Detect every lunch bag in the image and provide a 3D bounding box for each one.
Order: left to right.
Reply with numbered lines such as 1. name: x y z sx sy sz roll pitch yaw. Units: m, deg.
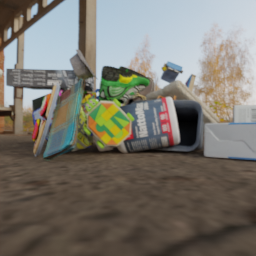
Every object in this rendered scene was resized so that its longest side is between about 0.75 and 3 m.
1. lunch bag: -2.799 -0.172 11.911 2.264 1.402 1.925 3 23 -28

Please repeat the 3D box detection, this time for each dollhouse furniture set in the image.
1. dollhouse furniture set: 1.749 -1.685 11.026 1.396 0.911 1.318 23 -32 -2

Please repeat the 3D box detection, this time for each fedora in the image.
1. fedora: -1.372 -1.747 8.228 0.481 1.064 0.941 -32 42 0

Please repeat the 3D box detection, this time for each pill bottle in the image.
1. pill bottle: 0.258 -0.011 9.249 2.650 1.584 1.584 -11 -2 7

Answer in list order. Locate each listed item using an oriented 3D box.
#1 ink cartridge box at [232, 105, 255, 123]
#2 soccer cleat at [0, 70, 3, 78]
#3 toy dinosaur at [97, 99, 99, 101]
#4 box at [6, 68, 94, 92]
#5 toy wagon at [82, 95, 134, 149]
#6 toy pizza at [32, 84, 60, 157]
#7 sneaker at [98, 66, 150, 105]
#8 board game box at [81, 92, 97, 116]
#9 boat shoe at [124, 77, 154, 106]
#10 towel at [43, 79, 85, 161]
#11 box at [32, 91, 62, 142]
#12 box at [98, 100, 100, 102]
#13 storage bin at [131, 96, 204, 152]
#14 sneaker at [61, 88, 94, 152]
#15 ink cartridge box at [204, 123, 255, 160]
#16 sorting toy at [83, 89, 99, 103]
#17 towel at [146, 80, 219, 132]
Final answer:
1. ink cartridge box: 5.150 0.011 10.484 2.299 1.675 0.952 1 -2 18
2. soccer cleat: -3.822 -1.278 7.792 0.517 0.578 1.491 -25 12 -42
3. toy dinosaur: -0.877 -1.130 13.235 1.220 0.624 0.470 42 34 20
4. box: -2.576 -1.626 9.673 2.436 0.606 1.921 3 5 6
5. toy wagon: -0.681 -0.241 7.951 1.271 1.638 0.324 -43 12 4
6. toy pizza: -2.461 -0.260 8.135 0.350 2.209 2.209 17 -6 -17
7. sneaker: -0.195 -1.388 9.357 1.070 1.168 2.743 30 22 22
8. board game box: -1.608 -0.637 9.873 0.782 1.637 0.245 -8 -43 14
9. boat shoe: 0.339 -0.953 11.696 1.016 2.828 0.842 31 -8 -3
10. towel: -1.591 -0.193 6.936 0.201 1.853 1.359 24 -33 -35
11. box: -3.479 -0.814 14.776 2.625 1.950 1.632 -21 -41 2
12. box: -0.915 -0.464 10.346 0.278 1.130 1.170 19 29 -51
13. storage bin: 1.514 -0.050 10.349 2.756 2.005 1.851 2 -11 27
14. sneaker: -1.566 -0.267 8.636 0.897 0.885 2.348 -9 -43 -11
15. ink cartridge box: 3.680 0.346 8.083 2.822 0.957 1.637 0 -1 -41
16. sorting toy: -1.697 -0.507 10.317 1.328 2.358 0.321 11 -32 32
17. towel: 2.145 -0.706 10.936 2.648 0.457 1.755 41 -37 -23
